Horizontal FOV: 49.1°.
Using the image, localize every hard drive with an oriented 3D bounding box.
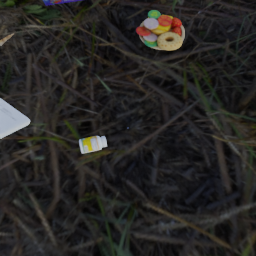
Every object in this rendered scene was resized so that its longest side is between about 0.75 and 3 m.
[{"bbox_3d":[-2.674,-0.204,5.638,0.894,1.356,0.181,36,106,-2],"label":"hard drive"}]

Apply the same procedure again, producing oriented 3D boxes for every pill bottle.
[{"bbox_3d":[-1.051,0.484,8.471,0.782,0.441,0.441,-12,63,-6],"label":"pill bottle"}]

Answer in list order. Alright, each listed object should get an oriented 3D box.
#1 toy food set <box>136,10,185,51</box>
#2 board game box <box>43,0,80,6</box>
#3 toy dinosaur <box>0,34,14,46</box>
[{"bbox_3d":[1.252,-3.668,10.619,1.796,0.441,1.814,17,64,9],"label":"toy food set"},{"bbox_3d":[-1.550,-4.533,8.218,2.093,0.469,1.408,-11,95,-3],"label":"board game box"},{"bbox_3d":[-3.173,-1.703,6.082,1.375,0.415,0.730,5,98,16],"label":"toy dinosaur"}]
